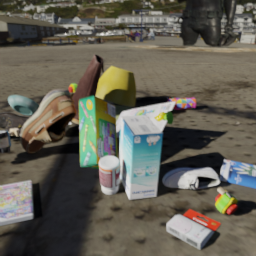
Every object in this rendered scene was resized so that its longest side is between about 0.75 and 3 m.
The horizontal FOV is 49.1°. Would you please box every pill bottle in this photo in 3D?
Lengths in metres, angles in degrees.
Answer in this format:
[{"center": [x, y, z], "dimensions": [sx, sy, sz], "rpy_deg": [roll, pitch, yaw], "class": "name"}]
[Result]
[{"center": [-0.501, 1.300, 7.617], "dimensions": [0.559, 0.978, 0.559], "rpy_deg": [1, 31, 0], "class": "pill bottle"}]

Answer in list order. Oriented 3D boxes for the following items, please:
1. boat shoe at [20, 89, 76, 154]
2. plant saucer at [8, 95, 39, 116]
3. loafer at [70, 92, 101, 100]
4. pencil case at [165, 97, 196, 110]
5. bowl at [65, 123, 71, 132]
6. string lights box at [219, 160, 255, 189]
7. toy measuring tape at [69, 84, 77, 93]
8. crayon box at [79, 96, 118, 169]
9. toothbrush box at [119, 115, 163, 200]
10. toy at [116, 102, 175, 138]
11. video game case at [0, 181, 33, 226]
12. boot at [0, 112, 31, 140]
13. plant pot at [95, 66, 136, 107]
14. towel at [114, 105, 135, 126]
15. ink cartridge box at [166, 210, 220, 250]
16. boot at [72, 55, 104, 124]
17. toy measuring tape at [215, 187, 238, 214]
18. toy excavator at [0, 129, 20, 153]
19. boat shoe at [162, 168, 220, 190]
[{"center": [-2.627, 0.033, 9.135], "dimensions": [1.097, 2.898, 1.040], "rpy_deg": [-12, 61, -50], "class": "boat shoe"}, {"center": [-4.761, -0.922, 12.796], "dimensions": [1.563, 1.563, 0.301], "rpy_deg": [5, 61, 13], "class": "plant saucer"}, {"center": [-2.375, -1.255, 13.958], "dimensions": [0.853, 0.962, 2.529], "rpy_deg": [3, 0, 35], "class": "loafer"}, {"center": [2.734, -1.258, 14.529], "dimensions": [1.514, 0.669, 0.669], "rpy_deg": [0, 22, -3], "class": "pencil case"}, {"center": [-2.982, -0.042, 11.343], "dimensions": [1.267, 0.595, 1.267], "rpy_deg": [16, 8, -2], "class": "bowl"}, {"center": [3.455, 1.385, 8.263], "dimensions": [1.350, 0.398, 0.694], "rpy_deg": [10, 25, 23], "class": "string lights box"}, {"center": [-3.144, -2.326, 17.162], "dimensions": [0.669, 0.669, 1.818], "rpy_deg": [-16, 27, -35], "class": "toy measuring tape"}, {"center": [-0.890, 0.192, 8.546], "dimensions": [0.596, 2.047, 1.216], "rpy_deg": [-11, -16, 27], "class": "crayon box"}, {"center": [0.278, 0.773, 7.754], "dimensions": [0.817, 1.916, 1.403], "rpy_deg": [-4, 23, -14], "class": "toothbrush box"}, {"center": [0.545, -0.112, 10.510], "dimensions": [2.643, 0.624, 1.522], "rpy_deg": [-12, 38, 43], "class": "toy"}, {"center": [-3.081, 1.935, 7.269], "dimensions": [1.143, 0.144, 1.596], "rpy_deg": [-8, 24, -18], "class": "video game case"}, {"center": [-4.827, -0.044, 11.420], "dimensions": [2.014, 0.697, 1.754], "rpy_deg": [1, 21, -5], "class": "boot"}, {"center": [-0.530, -2.251, 14.665], "dimensions": [2.354, 1.671, 2.354], "rpy_deg": [17, 13, -4], "class": "plant pot"}, {"center": [-0.386, -0.407, 12.591], "dimensions": [2.003, 0.493, 2.700], "rpy_deg": [9, 23, 21], "class": "towel"}, {"center": [1.520, 2.213, 6.443], "dimensions": [0.861, 0.302, 1.059], "rpy_deg": [18, 32, 37], "class": "ink cartridge box"}, {"center": [-1.714, -1.667, 11.689], "dimensions": [1.033, 2.374, 2.854], "rpy_deg": [17, 27, -15], "class": "boot"}, {"center": [2.254, 1.756, 6.636], "dimensions": [0.533, 0.533, 1.450], "rpy_deg": [18, -10, 37], "class": "toy measuring tape"}, {"center": [-4.300, 0.347, 9.490], "dimensions": [1.356, 0.696, 1.394], "rpy_deg": [-14, 19, -30], "class": "toy excavator"}, {"center": [1.785, 1.453, 7.856], "dimensions": [1.607, 0.591, 0.525], "rpy_deg": [-8, 25, -9], "class": "boat shoe"}]
